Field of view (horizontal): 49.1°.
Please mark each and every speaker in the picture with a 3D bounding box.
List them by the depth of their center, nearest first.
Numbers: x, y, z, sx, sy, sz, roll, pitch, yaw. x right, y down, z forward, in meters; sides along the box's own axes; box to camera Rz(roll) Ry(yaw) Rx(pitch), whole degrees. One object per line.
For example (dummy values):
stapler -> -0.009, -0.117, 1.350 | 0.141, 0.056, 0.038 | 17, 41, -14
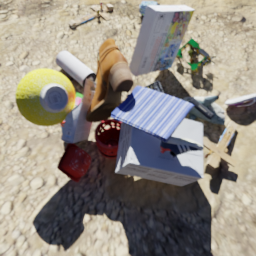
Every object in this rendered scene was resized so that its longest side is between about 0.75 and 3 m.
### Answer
speaker -> -2.428, -2.718, 12.929 | 0.843, 0.843, 2.075 | -39, 64, -23

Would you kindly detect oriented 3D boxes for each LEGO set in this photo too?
LEGO set -> 3.178, -3.315, 13.461 | 1.387, 1.045, 1.804 | -49, 61, 4

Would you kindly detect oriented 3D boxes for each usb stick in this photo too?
usb stick -> 2.188, -0.589, 8.413 | 0.865, 0.141, 0.240 | 39, 67, -3

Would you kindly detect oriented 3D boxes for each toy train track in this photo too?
toy train track -> 3.603, 0.672, 10.840 | 1.485, 0.421, 2.589 | 37, 54, 7
toy train track -> -2.066, -6.409, 15.695 | 2.861, 0.465, 1.641 | -34, 62, -20

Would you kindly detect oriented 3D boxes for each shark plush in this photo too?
shark plush -> 2.610, -0.700, 11.521 | 2.755, 1.252, 1.148 | 1, 87, -8

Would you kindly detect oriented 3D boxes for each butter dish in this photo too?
butter dish -> -1.715, 1.194, 9.816 | 0.848, 1.145, 1.148 | -7, 49, 40

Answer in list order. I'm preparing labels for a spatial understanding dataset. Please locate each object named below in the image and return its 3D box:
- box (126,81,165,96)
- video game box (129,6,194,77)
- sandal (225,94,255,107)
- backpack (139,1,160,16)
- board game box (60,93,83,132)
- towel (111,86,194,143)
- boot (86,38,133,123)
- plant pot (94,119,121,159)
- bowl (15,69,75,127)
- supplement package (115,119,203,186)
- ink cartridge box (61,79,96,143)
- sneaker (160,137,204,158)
box -> 0.873, -0.773, 10.554 | 1.324, 0.403, 1.643 | -23, 96, 20
video game box -> 1.386, -3.703, 11.873 | 2.564, 2.815, 0.659 | -20, 52, -40
sandal -> 5.102, -1.125, 12.040 | 1.893, 0.770, 0.465 | -14, 97, -10
backpack -> 1.199, -6.671, 15.723 | 1.160, 0.892, 0.946 | -2, 57, 15
board game box -> -2.199, -0.489, 11.045 | 0.293, 1.111, 1.452 | 21, 60, 3
towel -> 0.683, -0.490, 8.533 | 2.145, 0.256, 1.553 | 24, 62, 32
boot -> -0.908, -1.609, 9.833 | 1.018, 2.654, 2.061 | 0, 54, -33
plant pot -> -0.608, 0.480, 10.544 | 1.262, 1.149, 1.262 | 0, 55, 0
bowl -> -2.584, -0.986, 9.347 | 2.038, 2.038, 1.097 | -39, 26, -23
supplement package -> 1.057, 0.675, 9.457 | 2.548, 1.413, 1.984 | 14, 64, -16
ink cartridge box -> -1.699, -0.628, 10.291 | 0.531, 1.798, 2.247 | 13, 94, 9
sneaker -> 1.599, 0.637, 8.509 | 1.394, 0.589, 0.522 | 11, 14, -13
